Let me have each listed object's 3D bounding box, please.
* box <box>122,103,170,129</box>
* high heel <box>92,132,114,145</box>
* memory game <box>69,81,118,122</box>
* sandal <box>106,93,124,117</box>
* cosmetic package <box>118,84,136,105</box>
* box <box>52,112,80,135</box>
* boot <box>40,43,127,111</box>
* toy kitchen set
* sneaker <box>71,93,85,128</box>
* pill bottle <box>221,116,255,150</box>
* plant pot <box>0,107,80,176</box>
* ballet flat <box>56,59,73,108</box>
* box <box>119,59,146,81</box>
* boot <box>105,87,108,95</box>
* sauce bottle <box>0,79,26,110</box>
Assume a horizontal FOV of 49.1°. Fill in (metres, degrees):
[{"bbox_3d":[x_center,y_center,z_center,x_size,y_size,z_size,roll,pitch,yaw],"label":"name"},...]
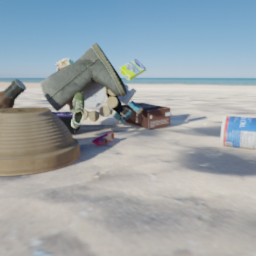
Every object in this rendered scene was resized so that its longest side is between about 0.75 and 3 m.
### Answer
[{"bbox_3d":[0.782,-0.600,12.865,1.182,0.884,2.360,-9,13,-27],"label":"box"},{"bbox_3d":[-0.817,0.326,9.425,0.475,0.333,0.988,2,11,19],"label":"high heel"},{"bbox_3d":[-1.424,-1.348,11.069,2.279,2.279,0.145,3,-5,17],"label":"memory game"},{"bbox_3d":[-0.696,-1.843,12.687,0.660,2.756,1.036,-29,-10,19],"label":"sandal"},{"bbox_3d":[-0.205,-1.648,13.455,0.289,0.842,1.117,32,2,-41],"label":"cosmetic package"},{"bbox_3d":[-3.028,-0.203,11.234,1.990,0.785,1.404,1,8,-1],"label":"box"},{"bbox_3d":[-1.738,-1.529,10.626,2.828,2.571,1.026,-35,-18,6],"label":"boot"},{"bbox_3d":[-0.092,-0.675,11.116,0.600,1.019,0.816,41,1,36],"label":"toy kitchen set"},{"bbox_3d":[-1.711,-0.630,9.863,0.433,1.290,0.579,10,-6,-23],"label":"sneaker"},{"bbox_3d":[3.850,0.163,8.675,1.768,0.992,0.992,5,12,25],"label":"pill bottle"},{"bbox_3d":[-2.842,0.182,7.629,2.950,1.362,2.950,-1,11,0],"label":"plant pot"},{"bbox_3d":[-2.809,-1.903,12.537,0.864,2.703,1.022,-7,-25,-5],"label":"ballet flat"},{"bbox_3d":[0.198,-2.176,10.383,0.958,0.228,0.584,-36,74,-29],"label":"box"},{"bbox_3d":[-1.497,-1.774,11.510,1.126,1.450,0.556,-36,5,1],"label":"boot"},{"bbox_3d":[-4.624,-0.716,9.916,2.490,0.806,0.806,-40,6,9],"label":"sauce bottle"}]
